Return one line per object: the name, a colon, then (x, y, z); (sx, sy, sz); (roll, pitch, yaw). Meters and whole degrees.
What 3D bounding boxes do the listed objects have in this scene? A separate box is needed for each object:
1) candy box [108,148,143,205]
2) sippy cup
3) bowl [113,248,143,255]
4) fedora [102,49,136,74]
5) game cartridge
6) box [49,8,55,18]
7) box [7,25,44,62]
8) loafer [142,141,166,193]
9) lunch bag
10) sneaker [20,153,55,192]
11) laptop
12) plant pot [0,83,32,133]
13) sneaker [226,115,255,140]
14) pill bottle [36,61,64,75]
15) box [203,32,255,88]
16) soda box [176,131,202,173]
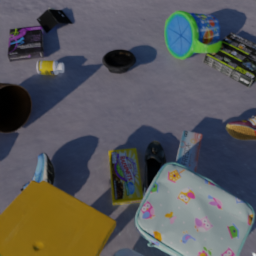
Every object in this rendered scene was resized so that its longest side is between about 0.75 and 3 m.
candy box: (-0.098, 1.555, 9.241); (0.986, 0.255, 1.928); (-4, 53, -6)
sippy cup: (2.979, -4.259, 12.585); (1.924, 2.061, 2.625); (-19, 85, -26)
bowl: (0.185, 4.155, 6.614); (2.143, 0.800, 2.140); (24, 25, 20)
fedora: (-0.392, -2.764, 12.144); (1.457, 0.665, 1.457); (1, 53, -1)
game cartridge: (-2.031, 2.785, 6.391); (2.524, 0.464, 2.863); (25, 49, 14)
box: (-3.936, -5.866, 14.552); (0.310, 0.379, 0.798); (1, 51, -29)
box: (-4.812, -4.012, 13.226); (1.553, 0.392, 2.173); (-10, 54, -7)
loafer: (0.869, 1.252, 9.197); (0.748, 0.655, 2.082); (4, 55, 7)
lunch bag: (1.662, 2.494, 7.694); (2.918, 1.125, 2.340); (29, 75, 10)
sneaker: (-2.908, 1.732, 8.779); (0.963, 0.839, 2.141); (-4, 54, 1)
laptop: (-3.782, -5.473, 14.400); (1.328, 0.686, 1.177); (-17, 62, -43)
plant pot: (-4.894, -0.925, 10.327); (1.908, 1.784, 1.784); (19, 55, 30)
sneaker: (4.486, -0.063, 10.213); (1.946, 0.729, 0.877); (8, 47, -2)
pill bottle: (-3.324, -2.586, 12.024); (1.061, 0.594, 0.594); (1, 54, 2)
box: (4.970, -3.093, 12.472); (2.367, 0.562, 2.286); (36, 64, 23)
soda box: (1.958, 1.087, 9.346); (0.683, 0.635, 1.996); (13, 55, 11)
